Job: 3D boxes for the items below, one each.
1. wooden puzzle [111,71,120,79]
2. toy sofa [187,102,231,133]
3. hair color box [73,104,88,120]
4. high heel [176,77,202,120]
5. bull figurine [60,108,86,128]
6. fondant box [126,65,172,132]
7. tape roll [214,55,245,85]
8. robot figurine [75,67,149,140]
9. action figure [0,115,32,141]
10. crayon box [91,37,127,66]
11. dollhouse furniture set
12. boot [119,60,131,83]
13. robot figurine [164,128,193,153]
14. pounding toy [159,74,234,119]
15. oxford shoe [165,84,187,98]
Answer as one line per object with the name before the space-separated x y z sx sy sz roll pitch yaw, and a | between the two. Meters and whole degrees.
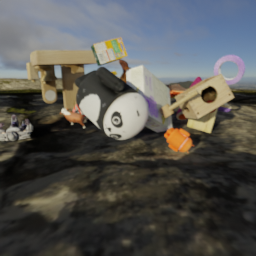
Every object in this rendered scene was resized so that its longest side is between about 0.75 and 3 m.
wooden puzzle | -0.437 -1.640 10.164 0.686 1.017 0.119 16 58 46
toy sofa | 3.301 -0.635 11.540 1.376 1.168 2.820 17 15 11
hair color box | -1.284 -0.968 12.361 2.143 0.656 1.088 -23 -3 -23
high heel | 2.713 -1.190 12.206 0.777 1.108 2.304 12 -26 -13
bull figurine | -2.144 -0.394 11.029 1.188 0.387 0.721 19 -25 35
fondant box | 0.741 -0.861 9.231 0.634 1.571 2.178 -11 -18 29
tape roll | 3.446 -1.973 9.550 0.969 0.969 0.318 6 22 29
robot figurine | -0.508 -0.654 7.576 2.287 1.427 1.718 41 8 30
action figure | -3.878 0.042 9.656 1.172 0.625 1.801 5 13 -13
crayon box | -0.512 -2.078 7.638 0.880 0.553 0.227 -24 8 -26
dollhouse furniture set | -2.588 -1.823 11.563 2.802 2.400 2.946 -9 12 -29
boot | -0.258 -2.641 13.249 0.324 0.947 0.892 -5 -39 37
robot figurine | 1.368 0.343 7.544 0.802 0.577 0.468 38 -3 13
pounding toy | 2.138 -0.730 8.926 2.173 0.994 1.909 -30 5 -2
oxford shoe | 2.467 -1.789 13.235 1.719 0.627 0.613 5 -23 4
